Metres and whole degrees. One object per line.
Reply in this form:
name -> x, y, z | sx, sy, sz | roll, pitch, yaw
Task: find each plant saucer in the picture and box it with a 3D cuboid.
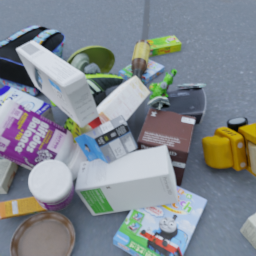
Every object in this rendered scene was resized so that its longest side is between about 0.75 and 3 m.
plant saucer -> -2.275, 3.095, 7.572 | 1.697, 0.272, 1.697 | 0, 46, 0
plant saucer -> -1.644, -2.698, 11.825 | 2.222, 2.222, 0.345 | -16, 65, -16
plant saucer -> -1.854, -2.441, 11.170 | 0.267, 1.064, 1.064 | 31, 53, 19

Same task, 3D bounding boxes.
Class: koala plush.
koala plush -> -1.853, -1.528, 11.341 | 1.649, 1.462, 1.515 | -19, 78, -19

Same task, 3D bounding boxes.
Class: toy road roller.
toy road roller -> 3.346, 0.725, 8.656 | 1.687, 1.420, 2.311 | -18, 19, -6

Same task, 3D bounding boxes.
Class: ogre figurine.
ogre figurine -> 1.209, -1.436, 10.162 | 0.727, 1.481, 0.888 | 51, 47, -13

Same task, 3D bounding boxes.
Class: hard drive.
hard drive -> 1.903, -0.810, 10.376 | 1.938, 0.608, 2.873 | -5, 22, 14

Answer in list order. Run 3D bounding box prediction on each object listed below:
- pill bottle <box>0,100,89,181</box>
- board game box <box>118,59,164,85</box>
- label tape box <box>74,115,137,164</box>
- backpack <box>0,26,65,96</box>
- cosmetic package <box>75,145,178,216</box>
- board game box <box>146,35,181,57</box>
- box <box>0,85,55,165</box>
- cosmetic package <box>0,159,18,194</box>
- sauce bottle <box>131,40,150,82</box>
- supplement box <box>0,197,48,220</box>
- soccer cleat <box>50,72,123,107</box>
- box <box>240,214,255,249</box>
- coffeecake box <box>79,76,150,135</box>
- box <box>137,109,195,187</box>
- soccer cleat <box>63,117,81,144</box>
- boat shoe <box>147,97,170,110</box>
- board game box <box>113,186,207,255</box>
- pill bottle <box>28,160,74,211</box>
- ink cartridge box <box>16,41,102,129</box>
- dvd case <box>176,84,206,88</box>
pill bottle -> -2.663, 0.492, 8.376 | 2.820, 1.583, 1.583 | 30, 42, -20
board game box -> 0.633, -2.644, 13.158 | 1.336, 0.323, 1.766 | 32, 53, 28
label tape box -> -0.568, 0.418, 7.513 | 1.397, 1.007, 0.442 | -28, 39, -4
backpack -> -4.235, -3.198, 12.502 | 2.737, 2.017, 2.998 | 16, 49, 15
cosmetic package -> 0.001, 1.503, 7.864 | 2.545, 1.370, 1.080 | -13, 39, 14
board game box -> 1.734, -4.292, 14.689 | 1.870, 0.445, 0.950 | -14, 47, -13
box -> -4.233, -0.175, 10.085 | 2.345, 1.230, 2.157 | 23, 49, 20
cosmetic package -> -3.995, 1.542, 8.929 | 0.538, 0.454, 1.041 | -1, 45, 9
sauce bottle -> 0.518, -2.957, 12.670 | 0.765, 0.765, 2.363 | 8, 58, 7
supplement box -> -2.936, 2.249, 7.975 | 1.341, 0.446, 0.461 | -6, 71, -26
soccer cleat -> -1.533, -1.425, 10.362 | 2.863, 1.160, 0.967 | -10, 17, -23
box -> 3.823, 3.054, 7.252 | 0.654, 0.799, 1.682 | -21, 51, -20
coffeecake box -> -0.560, -0.574, 9.902 | 0.848, 1.782, 2.322 | 48, 59, -13
box -> 1.164, 0.632, 8.884 | 1.507, 1.816, 1.491 | 12, 48, 12
soccer cleat -> -1.797, 0.260, 9.459 | 0.680, 1.627, 0.526 | -12, 35, -36
boat shoe -> 0.962, -0.725, 8.531 | 1.007, 0.367, 0.311 | -11, 67, -54
board game box -> 0.950, 2.639, 7.897 | 1.784, 0.432, 2.359 | 22, 49, 21
pill bottle -> -1.936, 1.595, 7.304 | 1.022, 1.821, 1.022 | 3, 62, -7
ink cartridge box -> -1.811, -0.860, 7.939 | 0.648, 2.553, 2.897 | -37, 47, -19
dvd case -> 2.554, -1.702, 11.351 | 0.982, 0.108, 0.717 | 7, 16, 35
